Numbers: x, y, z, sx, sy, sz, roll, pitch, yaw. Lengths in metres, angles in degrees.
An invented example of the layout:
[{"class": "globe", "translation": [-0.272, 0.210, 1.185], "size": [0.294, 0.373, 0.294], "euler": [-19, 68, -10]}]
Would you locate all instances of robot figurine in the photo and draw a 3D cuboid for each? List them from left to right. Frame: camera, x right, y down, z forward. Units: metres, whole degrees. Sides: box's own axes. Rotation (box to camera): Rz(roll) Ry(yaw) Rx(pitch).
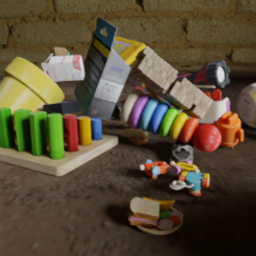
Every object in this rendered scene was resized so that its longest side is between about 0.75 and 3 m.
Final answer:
[{"class": "robot figurine", "translation": [2.769, 0.069, 7.792], "size": [0.779, 1.083, 0.631], "euler": [0, 37, 16]}]

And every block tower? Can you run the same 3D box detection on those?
[{"class": "block tower", "translation": [1.081, -1.083, 7.220], "size": [2.266, 0.655, 0.612], "euler": [36, -12, -17]}]

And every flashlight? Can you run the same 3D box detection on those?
[{"class": "flashlight", "translation": [2.173, -1.777, 9.967], "size": [0.909, 0.913, 2.686], "euler": [-4, 5, -41]}]

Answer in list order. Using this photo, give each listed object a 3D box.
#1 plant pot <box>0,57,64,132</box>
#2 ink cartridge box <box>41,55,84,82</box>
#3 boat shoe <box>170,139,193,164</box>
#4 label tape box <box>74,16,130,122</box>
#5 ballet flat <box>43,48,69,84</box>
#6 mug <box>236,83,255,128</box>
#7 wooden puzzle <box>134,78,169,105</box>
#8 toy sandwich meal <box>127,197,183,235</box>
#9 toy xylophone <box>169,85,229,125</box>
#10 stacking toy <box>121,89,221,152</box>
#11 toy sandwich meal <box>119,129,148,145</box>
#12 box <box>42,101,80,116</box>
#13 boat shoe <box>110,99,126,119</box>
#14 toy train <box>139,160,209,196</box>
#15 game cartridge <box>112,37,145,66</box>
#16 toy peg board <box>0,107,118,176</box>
[{"class": "plant pot", "translation": [-3.297, -0.880, 8.737], "size": [1.915, 1.915, 1.802], "euler": [17, 66, 47]}, {"class": "ink cartridge box", "translation": [-2.005, -1.836, 8.681], "size": [1.181, 0.688, 0.399], "euler": [-2, 43, 2]}, {"class": "boat shoe", "translation": [1.414, 0.501, 7.321], "size": [0.578, 0.492, 1.728], "euler": [3, 15, 14]}, {"class": "label tape box", "translation": [-0.808, -1.970, 9.350], "size": [0.913, 2.884, 2.080], "euler": [12, 25, -29]}, {"class": "ballet flat", "translation": [-3.302, -2.369, 11.932], "size": [0.830, 2.294, 0.778], "euler": [20, 10, -27]}, {"class": "mug", "translation": [5.123, -0.965, 9.788], "size": [2.044, 1.994, 2.490], "euler": [-11, -17, -11]}, {"class": "wooden puzzle", "translation": [0.954, -1.180, 10.855], "size": [1.392, 0.165, 2.348], "euler": [5, 56, -12]}, {"class": "toy sandwich meal", "translation": [0.432, 1.369, 4.517], "size": [0.914, 0.313, 0.914], "euler": [0, 15, 0]}, {"class": "toy xylophone", "translation": [2.409, -0.798, 9.701], "size": [2.151, 1.575, 0.540], "euler": [11, 27, 23]}, {"class": "stacking toy", "translation": [1.166, -0.117, 7.477], "size": [2.630, 1.123, 1.123], "euler": [23, 23, 19]}, {"class": "toy sandwich meal", "translation": [0.185, 0.261, 8.619], "size": [0.947, 0.324, 0.947], "euler": [-2, 12, 0]}, {"class": "box", "translation": [-1.940, -0.561, 8.107], "size": [0.903, 0.356, 0.637], "euler": [-1, 11, 38]}, {"class": "boat shoe", "translation": [-0.334, -0.693, 11.352], "size": [2.203, 0.806, 0.714], "euler": [-10, 23, -6]}, {"class": "toy train", "translation": [0.936, 1.029, 5.656], "size": [1.140, 0.422, 1.518], "euler": [-7, 14, -18]}, {"class": "game cartridge", "translation": [-0.633, -3.548, 13.827], "size": [2.221, 0.409, 2.519], "euler": [-45, 39, -10]}, {"class": "toy peg board", "translation": [-2.022, 0.017, 7.632], "size": [2.608, 1.276, 2.597], "euler": [8, 18, 27]}]
